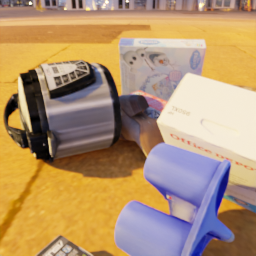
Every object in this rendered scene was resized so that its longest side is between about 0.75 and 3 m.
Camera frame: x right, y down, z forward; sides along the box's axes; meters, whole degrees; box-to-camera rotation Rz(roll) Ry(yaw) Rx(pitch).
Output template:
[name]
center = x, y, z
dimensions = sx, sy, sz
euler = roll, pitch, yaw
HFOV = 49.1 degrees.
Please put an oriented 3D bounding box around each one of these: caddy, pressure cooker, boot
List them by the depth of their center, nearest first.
[caddy]
center = 0.900, 1.346, 4.181
dimensions = 1.339, 2.551, 1.804
euler = 20, 75, 24
[pressure cooker]
center = -1.839, -0.397, 7.597
dimensions = 2.866, 2.560, 2.521
euler = -11, -5, -19
[boot]
center = 0.179, 0.091, 8.135
dimensions = 0.795, 2.264, 1.655
euler = -11, -7, -32

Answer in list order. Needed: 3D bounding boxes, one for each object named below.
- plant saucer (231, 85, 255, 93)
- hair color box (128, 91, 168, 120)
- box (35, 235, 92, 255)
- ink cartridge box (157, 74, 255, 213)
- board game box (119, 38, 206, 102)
[plant saucer]
center = 4.884, -1.505, 12.219
dimensions = 1.625, 0.261, 1.625
euler = 1, 27, 0
[hair color box]
center = 0.815, -0.201, 8.537
dimensions = 0.718, 1.245, 2.246
euler = -20, 32, -32
[box]
center = -1.059, 2.731, 3.527
dimensions = 1.959, 0.541, 2.445
euler = 18, 32, 30
[ink cartridge box]
center = 1.858, 0.427, 5.270
dimensions = 1.945, 2.690, 1.133
euler = 23, 71, 28
[board game box]
center = 1.126, -1.756, 9.925
dimensions = 2.757, 2.770, 0.601
euler = 4, 45, 6
